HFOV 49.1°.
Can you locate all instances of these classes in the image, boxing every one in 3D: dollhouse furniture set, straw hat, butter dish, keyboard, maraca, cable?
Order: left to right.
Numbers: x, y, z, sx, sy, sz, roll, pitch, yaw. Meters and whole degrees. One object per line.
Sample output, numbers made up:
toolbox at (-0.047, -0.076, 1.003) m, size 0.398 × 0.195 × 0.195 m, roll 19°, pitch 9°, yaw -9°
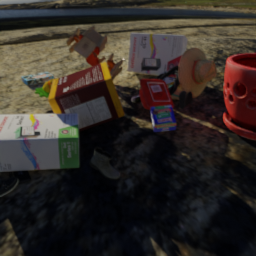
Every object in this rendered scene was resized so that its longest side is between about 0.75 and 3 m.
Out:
keyboard at (-3.111, 1.309, 7.924) m, size 0.537 × 0.115 × 0.895 m, roll -10°, pitch 28°, yaw -29°
maraca at (-3.504, -1.765, 12.951) m, size 1.107 × 0.864 × 1.615 m, roll 29°, pitch 40°, yaw 31°
dollhouse furniture set at (-1.846, -3.659, 14.029) m, size 2.908 × 2.876 × 1.498 m, roll 37°, pitch 79°, yaw 4°
butter dish at (1.014, -1.261, 11.855) m, size 1.415 × 1.046 × 1.411 m, roll -4°, pitch 69°, yaw -32°
cable at (1.738, -2.117, 13.095) m, size 1.679 × 0.523 × 2.058 m, roll -7°, pitch 44°, yaw 34°
straw hat at (3.407, -2.556, 12.647) m, size 2.435 × 2.435 × 1.030 m, roll -25°, pitch 21°, yaw -38°

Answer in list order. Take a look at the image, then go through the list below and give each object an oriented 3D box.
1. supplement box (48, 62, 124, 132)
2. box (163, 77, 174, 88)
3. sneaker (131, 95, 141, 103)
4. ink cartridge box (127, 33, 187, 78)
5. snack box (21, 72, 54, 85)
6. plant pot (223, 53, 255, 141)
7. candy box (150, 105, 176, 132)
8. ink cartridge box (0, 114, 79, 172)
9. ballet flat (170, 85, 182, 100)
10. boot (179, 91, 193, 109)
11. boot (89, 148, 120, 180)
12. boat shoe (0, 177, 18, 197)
supplement box at (-1.555, -1.157, 10.480) m, size 2.249 × 1.493 × 2.218 m, roll -19°, pitch 29°, yaw 0°
box at (1.858, -2.340, 14.638) m, size 0.932 × 0.325 × 1.566 m, roll 23°, pitch 33°, yaw 36°
sneaker at (0.545, -1.320, 12.721) m, size 0.805 × 0.297 × 0.352 m, roll -21°, pitch 35°, yaw -28°
ink cartridge box at (1.606, -4.037, 15.597) m, size 2.999 × 2.213 × 1.284 m, roll 9°, pitch 12°, yaw 17°
snack box at (-4.957, -2.717, 15.366) m, size 1.515 × 0.281 × 0.880 m, roll -19°, pitch 33°, yaw -32°
plant pot at (4.739, -1.112, 9.850) m, size 2.828 × 2.575 × 2.828 m, roll 0°, pitch 29°, yaw 0°
candy box at (1.260, -0.345, 10.189) m, size 0.806 × 0.367 × 0.953 m, roll -6°, pitch 53°, yaw -2°
ink cartridge box at (-2.761, 0.375, 8.517) m, size 2.502 × 1.051 × 1.812 m, roll -2°, pitch 27°, yaw -10°
ballet flat at (2.874, -1.985, 13.506) m, size 0.875 × 0.886 × 2.602 m, roll 26°, pitch 46°, yaw 29°
boot at (2.571, -1.370, 12.240) m, size 0.328 × 0.823 × 0.999 m, roll 22°, pitch 36°, yaw 29°
boot at (-0.571, 0.981, 7.567) m, size 0.973 × 0.636 × 0.329 m, roll 31°, pitch 40°, yaw 1°
boat shoe at (-3.296, 1.525, 7.171) m, size 0.382 × 0.339 × 1.023 m, roll 21°, pitch 41°, yaw 36°
